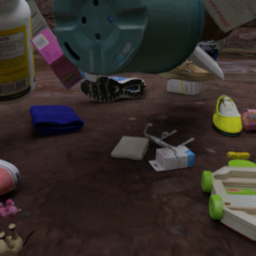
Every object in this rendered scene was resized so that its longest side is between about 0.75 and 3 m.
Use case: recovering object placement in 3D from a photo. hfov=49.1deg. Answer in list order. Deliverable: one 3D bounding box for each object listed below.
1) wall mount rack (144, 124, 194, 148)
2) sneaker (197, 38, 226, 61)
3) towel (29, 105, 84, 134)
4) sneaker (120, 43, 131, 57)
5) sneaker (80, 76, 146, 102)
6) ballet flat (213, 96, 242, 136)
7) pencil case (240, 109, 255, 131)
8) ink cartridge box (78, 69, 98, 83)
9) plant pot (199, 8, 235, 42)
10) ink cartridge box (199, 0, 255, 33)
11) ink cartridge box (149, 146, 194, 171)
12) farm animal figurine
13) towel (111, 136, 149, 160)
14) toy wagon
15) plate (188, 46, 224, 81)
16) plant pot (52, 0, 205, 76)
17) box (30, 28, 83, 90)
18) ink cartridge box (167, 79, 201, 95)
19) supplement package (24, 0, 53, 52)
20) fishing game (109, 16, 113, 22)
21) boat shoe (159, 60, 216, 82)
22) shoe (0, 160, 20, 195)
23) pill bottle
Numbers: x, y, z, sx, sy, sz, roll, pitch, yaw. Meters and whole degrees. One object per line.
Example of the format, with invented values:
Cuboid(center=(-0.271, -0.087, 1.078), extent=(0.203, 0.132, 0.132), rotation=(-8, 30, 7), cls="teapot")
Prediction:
Cuboid(center=(1.054, 0.264, 7.414), extent=(1.083, 0.465, 1.247), rotation=(16, 9, -35), cls="wall mount rack")
Cuboid(center=(2.694, -3.017, 9.179), extent=(0.965, 1.067, 2.505), rotation=(12, -13, 31), cls="sneaker")
Cuboid(center=(-2.357, -0.274, 8.977), extent=(1.469, 0.493, 1.989), rotation=(-1, 18, -23), cls="towel")
Cuboid(center=(0.501, -2.805, 8.205), extent=(2.780, 1.023, 1.640), rotation=(-43, 10, -16), cls="sneaker")
Cuboid(center=(-0.731, -1.724, 12.403), extent=(2.872, 1.128, 1.280), rotation=(-1, 9, -25), cls="sneaker")
Cuboid(center=(3.167, -0.520, 9.055), extent=(0.812, 0.814, 2.430), rotation=(4, 20, 12), cls="ballet flat")
Cuboid(center=(4.300, -0.253, 8.471), extent=(1.644, 0.719, 0.719), rotation=(-1, 19, 4), cls="pencil case")
Cuboid(center=(-1.115, -1.997, 8.429), extent=(0.627, 1.080, 0.367), rotation=(18, 20, -2), cls="ink cartridge box")
Cuboid(center=(1.341, -2.678, 6.555), extent=(1.734, 1.751, 1.751), rotation=(-26, 28, -21), cls="plant pot")
Cuboid(center=(1.850, -2.195, 4.373), extent=(1.234, 0.897, 0.540), rotation=(-16, 40, 49), cls="ink cartridge box")
Cuboid(center=(0.978, 0.689, 6.379), extent=(0.909, 0.308, 0.527), rotation=(-6, 20, -16), cls="ink cartridge box")
Cuboid(center=(-2.095, 1.474, 3.718), extent=(1.338, 0.705, 1.353), rotation=(-28, 39, -32), cls="farm animal figurine")
Cuboid(center=(0.079, 0.509, 7.080), extent=(0.767, 0.200, 1.158), rotation=(4, 20, 15), cls="towel")
Cuboid(center=(2.271, 1.098, 5.003), extent=(1.813, 0.462, 2.336), rotation=(2, 19, 5), cls="toy wagon")
Cuboid(center=(1.954, -2.532, 9.100), extent=(2.225, 0.360, 2.230), rotation=(24, 19, -40), cls="plate")
Cuboid(center=(0.003, -2.054, 5.372), extent=(2.407, 2.407, 2.357), rotation=(9, 23, 25), cls="plant pot")
Cuboid(center=(-1.455, -1.400, 5.787), extent=(0.453, 0.937, 0.825), rotation=(-38, 66, -6), cls="box")
Cuboid(center=(2.688, -2.250, 13.507), extent=(1.522, 1.105, 0.635), rotation=(15, 27, 37), cls="ink cartridge box")
Cuboid(center=(-3.715, -3.578, 8.848), extent=(1.311, 2.243, 1.315), rotation=(21, 62, 36), cls="supplement package")
Cuboid(center=(-0.425, -3.207, 6.985), extent=(1.668, 1.195, 0.259), rotation=(20, 31, -52), cls="fishing game")
Cuboid(center=(2.318, -2.305, 11.123), extent=(2.330, 0.752, 0.830), rotation=(9, 25, 24), cls="boat shoe")
Cuboid(center=(-3.107, 0.886, 5.196), extent=(1.999, 0.714, 0.909), rotation=(10, 17, 17), cls="shoe")
Cuboid(center=(-3.034, -2.083, 6.368), extent=(1.654, 2.894, 1.654), rotation=(7, 44, -7), cls="pill bottle")
